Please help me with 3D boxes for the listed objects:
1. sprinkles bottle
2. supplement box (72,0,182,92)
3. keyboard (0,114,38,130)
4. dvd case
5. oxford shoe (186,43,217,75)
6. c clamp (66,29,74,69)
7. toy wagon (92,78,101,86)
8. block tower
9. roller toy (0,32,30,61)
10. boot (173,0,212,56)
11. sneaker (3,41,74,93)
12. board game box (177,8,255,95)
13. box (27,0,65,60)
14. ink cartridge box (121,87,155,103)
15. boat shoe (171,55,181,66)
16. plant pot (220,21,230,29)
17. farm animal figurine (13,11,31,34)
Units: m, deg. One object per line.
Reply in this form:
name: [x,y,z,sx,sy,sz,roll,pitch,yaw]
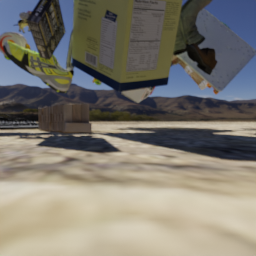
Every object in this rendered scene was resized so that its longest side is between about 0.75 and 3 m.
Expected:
sprinkles bottle: [3.039,-2.527,12.803,0.576,1.688,0.576,-34,-13,-9]
supplement box: [-0.182,-2.876,8.198,1.855,2.761,2.764,-14,33,-36]
keyboard: [-3.933,-0.213,9.462,2.738,0.543,1.425,0,1,-35]
dvd case: [0.383,-2.395,10.889,2.200,0.193,1.569,20,-41,-20]
oxford shoe: [1.711,-1.685,6.431,0.430,0.500,1.184,44,14,35]
c clamp: [-1.975,-2.993,10.519,0.254,1.876,1.602,13,8,-1]
toy wagon: [-1.049,-2.565,12.241,0.401,2.028,1.574,24,-45,-6]
block tower: [-1.851,-0.270,7.832,0.700,0.749,2.592,-1,3,-32]
roller toy: [-4.134,-3.004,10.126,0.973,0.888,0.680,-23,14,8]
boot: [2.032,-3.229,8.850,2.076,1.356,0.703,-33,-12,2]
sneaker: [-2.801,-2.092,8.962,2.329,0.890,0.878,32,16,-20]
board game box: [2.957,-2.945,10.388,2.890,2.890,0.374,-42,-10,-28]
box: [-2.223,-2.824,7.814,0.363,1.192,1.479,17,-23,4]
ink cartridge box: [0.775,-2.234,13.070,0.933,1.652,2.251,33,26,9]
boat shoe: [2.145,-3.224,12.022,0.668,0.685,1.810,9,-16,-39]
plant pot: [3.573,-3.540,11.941,1.537,1.537,1.233,-1,-12,-28]
farm animal figurine: [-3.119,-3.657,9.613,1.408,1.137,0.708,28,-33,2]
